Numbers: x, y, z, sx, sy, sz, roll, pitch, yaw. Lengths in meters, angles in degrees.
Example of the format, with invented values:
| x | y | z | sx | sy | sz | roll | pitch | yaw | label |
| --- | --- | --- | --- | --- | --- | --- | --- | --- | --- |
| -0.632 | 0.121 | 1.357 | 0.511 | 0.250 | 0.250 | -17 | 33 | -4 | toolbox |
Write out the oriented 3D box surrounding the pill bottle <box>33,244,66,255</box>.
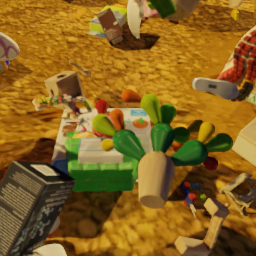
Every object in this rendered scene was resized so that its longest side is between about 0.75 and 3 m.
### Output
| x | y | z | sx | sy | sz | roll | pitch | yaw | label |
| --- | --- | --- | --- | --- | --- | --- | --- | --- | --- |
| -1.132 | 3.407 | 4.783 | 1.418 | 1.418 | 2.526 | -26 | 55 | -20 | pill bottle |

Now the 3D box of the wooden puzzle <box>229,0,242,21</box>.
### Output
| x | y | z | sx | sy | sz | roll | pitch | yaw | label |
| --- | --- | --- | --- | --- | --- | --- | --- | --- | --- |
| 3.213 | -4.041 | 8.242 | 0.183 | 1.563 | 1.055 | -2 | 26 | 5 | wooden puzzle |

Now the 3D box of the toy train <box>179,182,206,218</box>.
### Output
| x | y | z | sx | sy | sz | roll | pitch | yaw | label |
| --- | --- | --- | --- | --- | --- | --- | --- | --- | --- |
| 1.678 | 1.760 | 6.886 | 0.533 | 0.390 | 0.922 | -3 | 49 | -20 | toy train |

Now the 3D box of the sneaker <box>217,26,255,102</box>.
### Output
| x | y | z | sx | sy | sz | roll | pitch | yaw | label |
| --- | --- | --- | --- | --- | --- | --- | --- | --- | --- |
| 2.830 | -1.674 | 6.248 | 1.078 | 2.768 | 1.137 | 31 | 71 | 1 | sneaker |

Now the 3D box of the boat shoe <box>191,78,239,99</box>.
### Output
| x | y | z | sx | sy | sz | roll | pitch | yaw | label |
| --- | --- | --- | --- | --- | --- | --- | --- | --- | --- |
| 1.767 | -0.834 | 5.770 | 1.001 | 0.350 | 0.331 | 8 | 18 | -8 | boat shoe |

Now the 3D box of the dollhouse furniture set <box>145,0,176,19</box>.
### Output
| x | y | z | sx | sy | sz | roll | pitch | yaw | label |
| --- | --- | --- | --- | --- | --- | --- | --- | --- | --- |
| 0.601 | -2.686 | 5.164 | 0.671 | 0.518 | 1.342 | -13 | 59 | 29 | dollhouse furniture set |

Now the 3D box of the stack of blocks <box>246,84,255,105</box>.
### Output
| x | y | z | sx | sy | sz | roll | pitch | yaw | label |
| --- | --- | --- | --- | --- | --- | --- | --- | --- | --- |
| 4.904 | -0.650 | 8.123 | 2.631 | 1.515 | 0.771 | 35 | 58 | 26 | stack of blocks |

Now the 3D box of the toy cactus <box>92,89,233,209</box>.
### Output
| x | y | z | sx | sy | sz | roll | pitch | yaw | label |
| --- | --- | --- | --- | --- | --- | --- | --- | --- | --- |
| 0.511 | 0.425 | 5.235 | 2.744 | 1.403 | 2.264 | 17 | 47 | -3 | toy cactus |

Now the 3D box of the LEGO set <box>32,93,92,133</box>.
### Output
| x | y | z | sx | sy | sz | roll | pitch | yaw | label |
| --- | --- | --- | --- | --- | --- | --- | --- | --- | --- |
| -1.267 | -0.461 | 5.983 | 0.558 | 1.499 | 0.690 | -8 | 64 | 29 | LEGO set |

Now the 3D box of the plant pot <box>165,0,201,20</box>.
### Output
| x | y | z | sx | sy | sz | roll | pitch | yaw | label |
| --- | --- | --- | --- | --- | --- | --- | --- | --- | --- |
| 2.028 | -5.801 | 12.010 | 2.763 | 2.763 | 1.855 | 8 | 83 | 7 | plant pot |

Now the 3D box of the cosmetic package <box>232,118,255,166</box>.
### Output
| x | y | z | sx | sy | sz | roll | pitch | yaw | label |
| --- | --- | --- | --- | --- | --- | --- | --- | --- | --- |
| 4.132 | 0.725 | 7.422 | 1.184 | 0.836 | 2.288 | -35 | 57 | -26 | cosmetic package |

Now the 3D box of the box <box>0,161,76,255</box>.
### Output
| x | y | z | sx | sy | sz | roll | pitch | yaw | label |
| --- | --- | --- | --- | --- | --- | --- | --- | --- | --- |
| -1.705 | 1.351 | 4.769 | 0.753 | 1.045 | 1.407 | 28 | 90 | 17 | box |

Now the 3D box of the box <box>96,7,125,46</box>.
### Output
| x | y | z | sx | sy | sz | roll | pitch | yaw | label |
| --- | --- | --- | --- | --- | --- | --- | --- | --- | --- |
| -0.691 | -4.040 | 11.200 | 0.656 | 0.491 | 1.310 | -27 | 77 | 9 | box |

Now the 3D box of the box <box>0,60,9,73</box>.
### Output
| x | y | z | sx | sy | sz | roll | pitch | yaw | label |
| --- | --- | --- | --- | --- | --- | --- | --- | --- | --- |
| -5.777 | -2.134 | 9.991 | 1.700 | 0.592 | 2.855 | 34 | 60 | 25 | box |

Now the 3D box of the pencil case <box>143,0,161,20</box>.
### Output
| x | y | z | sx | sy | sz | roll | pitch | yaw | label |
| --- | --- | --- | --- | --- | --- | --- | --- | --- | --- |
| 0.626 | -3.720 | 6.983 | 0.802 | 1.853 | 0.767 | 4 | 23 | 40 | pencil case |

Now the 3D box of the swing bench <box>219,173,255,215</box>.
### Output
| x | y | z | sx | sy | sz | roll | pitch | yaw | label |
| --- | --- | --- | --- | --- | --- | --- | --- | --- | --- |
| 2.849 | 1.566 | 6.930 | 0.773 | 0.504 | 0.777 | -28 | 55 | -21 | swing bench |

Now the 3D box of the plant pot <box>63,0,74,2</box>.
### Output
| x | y | z | sx | sy | sz | roll | pitch | yaw | label |
| --- | --- | --- | --- | --- | --- | --- | --- | --- | --- |
| -3.070 | -7.007 | 13.522 | 1.731 | 1.731 | 1.510 | -19 | 69 | -15 | plant pot |

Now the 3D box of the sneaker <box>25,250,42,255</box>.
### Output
| x | y | z | sx | sy | sz | roll | pitch | yaw | label |
| --- | --- | --- | --- | --- | --- | --- | --- | --- | --- |
| -1.480 | 2.148 | 3.878 | 0.646 | 1.574 | 0.588 | 38 | 79 | 5 | sneaker |

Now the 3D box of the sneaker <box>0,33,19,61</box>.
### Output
| x | y | z | sx | sy | sz | roll | pitch | yaw | label |
| --- | --- | --- | --- | --- | --- | --- | --- | --- | --- |
| -4.287 | -2.745 | 7.919 | 2.414 | 0.904 | 1.203 | 18 | 38 | -33 | sneaker |

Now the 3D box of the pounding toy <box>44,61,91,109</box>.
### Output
| x | y | z | sx | sy | sz | roll | pitch | yaw | label |
| --- | --- | --- | --- | --- | --- | --- | --- | --- | --- |
| -1.501 | -1.214 | 7.137 | 0.529 | 1.015 | 1.156 | 13 | 37 | 37 | pounding toy |

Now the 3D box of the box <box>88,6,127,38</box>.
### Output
| x | y | z | sx | sy | sz | roll | pitch | yaw | label |
| --- | --- | --- | --- | --- | --- | --- | --- | --- | --- |
| -0.835 | -4.622 | 12.159 | 1.160 | 0.453 | 1.903 | 17 | 51 | 15 | box |

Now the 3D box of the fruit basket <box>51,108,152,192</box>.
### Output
| x | y | z | sx | sy | sz | roll | pitch | yaw | label |
| --- | --- | --- | --- | --- | --- | --- | --- | --- | --- |
| -0.647 | 0.282 | 7.498 | 2.618 | 1.325 | 2.826 | 0 | 47 | 0 | fruit basket |

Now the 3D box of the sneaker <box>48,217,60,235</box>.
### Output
| x | y | z | sx | sy | sz | roll | pitch | yaw | label |
| --- | --- | --- | --- | --- | --- | --- | --- | --- | --- |
| -2.342 | 1.610 | 6.658 | 0.783 | 0.849 | 1.924 | -36 | 59 | -27 | sneaker |

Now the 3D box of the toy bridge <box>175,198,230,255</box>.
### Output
| x | y | z | sx | sy | sz | roll | pitch | yaw | label |
| --- | --- | --- | --- | --- | --- | --- | --- | --- | --- |
| 0.832 | 1.521 | 3.582 | 0.496 | 1.476 | 0.201 | 25 | 17 | -31 | toy bridge |

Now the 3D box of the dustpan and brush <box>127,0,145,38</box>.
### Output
| x | y | z | sx | sy | sz | roll | pitch | yaw | label |
| --- | --- | --- | --- | --- | --- | --- | --- | --- | --- |
| 0.313 | -3.471 | 8.012 | 0.610 | 1.487 | 2.130 | 15 | 11 | 19 | dustpan and brush |
